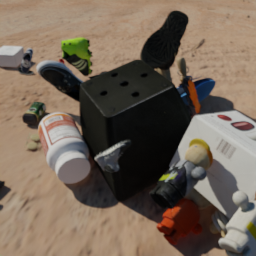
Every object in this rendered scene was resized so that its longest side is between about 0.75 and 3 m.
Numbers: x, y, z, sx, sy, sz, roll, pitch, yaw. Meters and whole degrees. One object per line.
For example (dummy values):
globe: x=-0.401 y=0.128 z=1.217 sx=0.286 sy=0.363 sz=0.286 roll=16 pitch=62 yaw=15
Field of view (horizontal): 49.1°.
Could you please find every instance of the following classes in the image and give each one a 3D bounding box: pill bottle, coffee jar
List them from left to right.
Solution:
coffee jar: x=-3.752 y=-0.579 z=11.185 sx=0.582 sy=0.476 sz=1.115 roll=6 pitch=36 yaw=7
pill bottle: x=-2.011 y=0.613 z=8.872 sx=1.304 sy=1.304 sz=2.325 roll=-15 pitch=39 yaw=-19

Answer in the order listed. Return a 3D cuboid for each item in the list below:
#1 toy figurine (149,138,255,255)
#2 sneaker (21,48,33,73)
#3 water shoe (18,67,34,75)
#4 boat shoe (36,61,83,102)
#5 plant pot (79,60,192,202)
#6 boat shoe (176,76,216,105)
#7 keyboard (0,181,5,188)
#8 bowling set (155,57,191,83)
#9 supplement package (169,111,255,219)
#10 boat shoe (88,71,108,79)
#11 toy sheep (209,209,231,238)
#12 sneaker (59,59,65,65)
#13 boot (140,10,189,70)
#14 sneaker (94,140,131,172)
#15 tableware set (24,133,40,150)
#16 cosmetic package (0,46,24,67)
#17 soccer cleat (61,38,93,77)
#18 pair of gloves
toy figurine: x=1.969 y=1.812 z=6.034 sx=1.851 sy=2.619 sz=2.660 roll=-40 pitch=48 yaw=-25
sneaker: x=-4.075 y=-2.613 z=11.199 sx=0.371 sy=1.059 sz=0.574 roll=16 pitch=27 yaw=-20
water shoe: x=-5.348 y=-2.973 z=14.602 sx=0.831 sy=0.328 sz=0.297 roll=4 pitch=36 yaw=6
boat shoe: x=-2.016 y=-1.466 z=9.293 sx=0.776 sy=2.261 sz=0.640 roll=-37 pitch=57 yaw=17
plant pot: x=0.113 y=-0.228 z=8.420 sx=2.997 sy=2.659 sz=2.990 roll=-27 pitch=42 yaw=-13
boat shoe: x=2.513 y=-1.644 z=12.020 sx=2.923 sy=1.230 sz=1.003 roll=-21 pitch=46 yaw=-30
keyboard: x=-4.207 y=2.079 z=7.777 sx=1.050 sy=0.224 sz=1.748 roll=9 pitch=37 yaw=23
bowling set: x=1.389 y=-2.168 z=12.928 sx=2.716 sy=1.458 sz=1.890 roll=-21 pitch=12 yaw=-24
supplement package: x=2.670 y=0.790 z=6.992 sx=2.170 sy=1.596 sz=2.075 roll=-8 pitch=39 yaw=-45
boat shoe: x=-1.280 y=-1.997 z=12.779 sx=1.100 sy=0.918 sz=2.948 roll=6 pitch=35 yaw=11
toy sheep: x=2.511 y=2.303 z=6.972 sx=1.086 sy=0.749 sz=0.749 roll=-34 pitch=34 yaw=14
sneaker: x=-3.704 y=-3.547 z=15.206 sx=0.942 sy=0.544 sz=0.369 roll=25 pitch=43 yaw=30
boot: x=1.317 y=-2.924 z=11.047 sx=1.098 sy=2.181 sz=2.918 roll=35 pitch=67 yaw=5
sneaker: x=-0.238 y=0.684 z=6.304 sx=0.984 sy=0.568 sz=0.369 roll=-29 pitch=0 yaw=25
tableware set: x=-3.361 y=0.520 z=9.967 sx=0.505 sy=0.153 sz=0.764 roll=9 pitch=41 yaw=-7
cosmetic package: x=-6.596 y=-3.977 z=15.617 sx=1.214 sy=0.749 sz=1.218 roll=4 pitch=36 yaw=6
soccer cleat: x=-2.080 y=-2.908 z=11.572 sx=1.165 sy=2.875 sz=0.971 roll=0 pitch=80 yaw=-3
pair of gloves: x=2.270 y=-0.829 z=10.348 sx=0.235 sy=1.691 sz=1.898 roll=-6 pitch=43 yaw=35
